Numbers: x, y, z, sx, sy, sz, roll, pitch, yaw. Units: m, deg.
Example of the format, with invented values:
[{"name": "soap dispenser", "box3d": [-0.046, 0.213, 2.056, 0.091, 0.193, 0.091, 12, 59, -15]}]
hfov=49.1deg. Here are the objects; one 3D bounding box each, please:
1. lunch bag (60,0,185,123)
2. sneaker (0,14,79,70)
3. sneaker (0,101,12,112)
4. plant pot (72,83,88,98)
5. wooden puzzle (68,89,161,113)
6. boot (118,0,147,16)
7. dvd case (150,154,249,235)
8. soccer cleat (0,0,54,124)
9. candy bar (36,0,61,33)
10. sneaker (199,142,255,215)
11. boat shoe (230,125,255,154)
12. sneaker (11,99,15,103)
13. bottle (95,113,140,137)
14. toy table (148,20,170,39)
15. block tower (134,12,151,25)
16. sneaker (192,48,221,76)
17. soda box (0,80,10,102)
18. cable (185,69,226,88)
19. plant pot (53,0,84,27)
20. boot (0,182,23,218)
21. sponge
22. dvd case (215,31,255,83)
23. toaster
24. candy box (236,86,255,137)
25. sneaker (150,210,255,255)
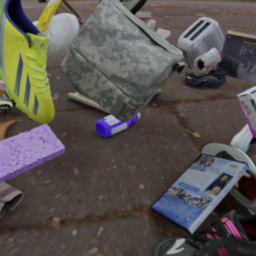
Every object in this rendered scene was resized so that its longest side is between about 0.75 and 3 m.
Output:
[{"name": "lunch bag", "box3d": [-0.084, -1.356, 5.621, 2.017, 1.691, 1.405, 43, 40, 6]}, {"name": "sneaker", "box3d": [-2.782, -2.441, 8.119, 2.947, 1.103, 1.468, -28, 2, 1]}, {"name": "sneaker", "box3d": [-4.778, -0.797, 10.257, 1.079, 0.422, 0.487, 4, 23, -7]}, {"name": "plant pot", "box3d": [-0.823, -1.297, 7.846, 1.206, 1.206, 1.133, -17, 31, -26]}, {"name": "wooden puzzle", "box3d": [-0.515, -1.533, 11.205, 2.685, 0.671, 2.899, 22, 37, 34]}, {"name": "boot", "box3d": [-0.522, -2.825, 6.325, 1.619, 1.223, 0.585, -36, 1, 19]}, {"name": "dvd case", "box3d": [1.428, 1.246, 5.778, 1.825, 0.160, 1.302, -41, 20, -19]}, {"name": "soccer cleat", "box3d": [-2.210, -1.456, 6.166, 1.255, 3.001, 0.970, -16, 23, 7]}, {"name": "candy bar", "box3d": [-2.021, -3.000, 7.234, 0.454, 0.202, 1.820, -16, 45, 26]}, {"name": "sneaker", "box3d": [2.397, 0.972, 6.255, 0.995, 0.928, 2.511, 36, 9, -33]}, {"name": "boat shoe", "box3d": [3.548, 0.319, 8.200, 0.558, 0.546, 1.565, 31, 48, 33]}, {"name": "sneaker", "box3d": [-4.141, -1.184, 10.973, 1.014, 0.432, 0.396, -15, -8, -46]}, {"name": "bottle", "box3d": [-0.287, -0.203, 9.048, 1.564, 0.511, 0.653, -25, 36, -36]}, {"name": "toy table", "box3d": [0.512, -2.705, 8.605, 1.496, 0.876, 1.375, 11, 5, -20]}, {"name": "block tower", "box3d": [0.254, -3.981, 10.295, 0.539, 0.577, 1.996, -6, 23, -14]}, {"name": "sneaker", "box3d": [2.027, -1.752, 7.772, 0.546, 0.503, 1.237, -28, -7, -14]}, {"name": "soda box", "box3d": [-5.988, -1.308, 10.609, 2.745, 0.873, 0.939, -8, 31, -15]}, {"name": "cable", "box3d": [3.510, -2.240, 12.647, 1.843, 0.468, 1.504, 3, 30, 5]}, {"name": "plant pot", "box3d": [-2.136, -3.490, 9.025, 0.939, 1.077, 1.077, -40, 26, 16]}, {"name": "boot", "box3d": [-2.963, 1.386, 6.342, 1.219, 0.586, 1.667, 13, 33, 9]}, {"name": "sponge", "box3d": [-1.661, 0.380, 4.429, 1.130, 0.168, 0.630, -25, 57, -31]}, {"name": "dvd case", "box3d": [3.317, -1.697, 7.166, 1.897, 1.410, 0.151, 15, 59, 12]}, {"name": "toaster", "box3d": [2.569, -2.930, 9.666, 1.815, 1.172, 1.031, -42, 44, 1]}, {"name": "candy box", "box3d": [2.975, -0.507, 5.640, 1.369, 0.934, 0.418, -25, 5, -16]}, {"name": "sneaker", "box3d": [1.508, 1.921, 4.807, 2.502, 1.048, 0.960, -10, 31, -17]}]
